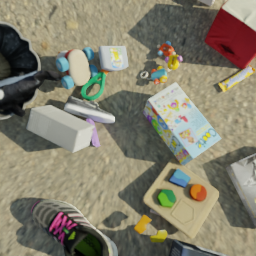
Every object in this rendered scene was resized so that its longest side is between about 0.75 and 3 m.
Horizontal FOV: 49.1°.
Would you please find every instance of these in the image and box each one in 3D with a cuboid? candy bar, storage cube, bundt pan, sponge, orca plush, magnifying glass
[{"bbox_3d":[3.505,-1.603,9.007,1.326,0.147,0.331,-32,77,-7],"label":"candy bar"},{"bbox_3d":[3.685,-3.199,8.631,1.631,1.715,1.908,41,78,10],"label":"storage cube"},{"bbox_3d":[-3.900,-1.719,8.095,2.855,1.072,2.855,-3,110,-8],"label":"bundt pan"},{"bbox_3d":[-1.039,0.149,8.369,0.121,0.451,0.808,-18,75,5],"label":"sponge"},{"bbox_3d":[-3.030,-0.883,7.852,2.896,1.524,1.030,-15,117,21],"label":"orca plush"},{"bbox_3d":[-0.884,-1.579,8.880,0.685,0.193,1.721,19,70,28],"label":"magnifying glass"}]

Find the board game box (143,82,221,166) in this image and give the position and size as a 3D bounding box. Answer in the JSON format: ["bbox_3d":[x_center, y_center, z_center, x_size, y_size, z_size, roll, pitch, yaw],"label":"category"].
[{"bbox_3d":[1.482,-0.087,8.091,1.055,1.037,2.012,-32,77,-14],"label":"board game box"}]

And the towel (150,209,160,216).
[{"bbox_3d":[1.193,2.095,7.999,0.901,0.152,0.943,18,76,4],"label":"towel"}]

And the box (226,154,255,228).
[{"bbox_3d":[3.923,1.675,7.943,1.523,0.465,1.924,-21,75,-6],"label":"box"}]

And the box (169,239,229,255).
[{"bbox_3d":[1.852,4.409,6.674,2.059,1.485,2.775,15,75,4],"label":"box"}]

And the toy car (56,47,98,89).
[{"bbox_3d":[-1.826,-1.971,8.804,1.160,1.113,1.259,-33,41,-30],"label":"toy car"}]

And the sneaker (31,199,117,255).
[{"bbox_3d":[-1.449,2.731,7.297,2.651,1.160,0.978,34,77,9],"label":"sneaker"}]

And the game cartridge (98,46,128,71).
[{"bbox_3d":[-0.423,-2.151,8.685,0.229,1.133,0.755,2,105,40],"label":"game cartridge"}]

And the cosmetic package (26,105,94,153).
[{"bbox_3d":[-1.905,-0.012,7.943,1.661,0.887,0.749,28,110,18],"label":"cosmetic package"}]

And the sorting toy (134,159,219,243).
[{"bbox_3d":[1.300,2.157,7.674,1.722,0.309,2.311,37,66,9],"label":"sorting toy"}]

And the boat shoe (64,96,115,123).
[{"bbox_3d":[-1.109,-0.570,8.474,1.560,0.559,0.529,16,72,-2],"label":"boat shoe"}]

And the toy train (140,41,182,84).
[{"bbox_3d":[1.130,-2.023,9.005,1.115,0.413,1.485,34,86,38],"label":"toy train"}]

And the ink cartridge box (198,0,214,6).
[{"bbox_3d":[2.655,-5.100,9.650,2.126,0.721,1.224,30,77,8],"label":"ink cartridge box"}]
